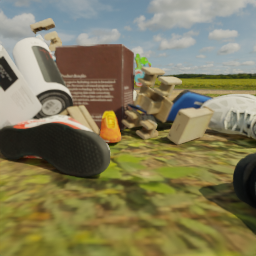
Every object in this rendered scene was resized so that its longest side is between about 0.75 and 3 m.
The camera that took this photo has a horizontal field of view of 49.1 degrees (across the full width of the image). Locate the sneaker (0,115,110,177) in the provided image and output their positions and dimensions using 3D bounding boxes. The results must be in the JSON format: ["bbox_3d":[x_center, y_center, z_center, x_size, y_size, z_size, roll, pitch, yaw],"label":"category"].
[{"bbox_3d":[-1.002,0.176,4.814,2.373,0.792,1.272,3,12,33],"label":"sneaker"}]

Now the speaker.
[{"bbox_3d":[-2.218,-1.264,7.072,1.025,1.025,2.524,-5,43,-28],"label":"speaker"}]

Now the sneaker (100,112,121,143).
[{"bbox_3d":[-0.445,-0.034,6.435,0.478,0.506,1.311,-3,23,-12],"label":"sneaker"}]

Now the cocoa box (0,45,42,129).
[{"bbox_3d":[-2.523,-0.687,4.931,1.083,1.101,1.651,30,-22,22],"label":"cocoa box"}]

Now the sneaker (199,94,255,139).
[{"bbox_3d":[2.782,-0.223,6.403,2.814,1.062,1.619,9,11,33],"label":"sneaker"}]

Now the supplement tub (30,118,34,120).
[{"bbox_3d":[-3.140,-0.676,8.460,1.303,1.303,1.974,-9,13,-43],"label":"supplement tub"}]

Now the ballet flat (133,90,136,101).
[{"bbox_3d":[-0.458,-0.801,10.516,0.778,0.778,2.240,9,31,44],"label":"ballet flat"}]

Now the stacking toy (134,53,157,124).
[{"bbox_3d":[0.439,-1.267,9.151,0.518,2.203,1.661,-9,18,-5],"label":"stacking toy"}]

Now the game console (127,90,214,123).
[{"bbox_3d":[1.259,-0.713,7.993,1.912,1.131,1.632,2,-40,-51],"label":"game console"}]

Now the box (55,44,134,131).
[{"bbox_3d":[-0.899,-1.221,8.532,1.944,2.344,1.924,2,9,10],"label":"box"}]

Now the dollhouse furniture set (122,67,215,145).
[{"bbox_3d":[0.966,-0.439,6.723,1.712,1.501,1.137,38,31,32],"label":"dollhouse furniture set"}]

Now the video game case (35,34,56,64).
[{"bbox_3d":[-2.503,-2.078,9.437,0.191,1.534,2.143,-28,46,-10],"label":"video game case"}]

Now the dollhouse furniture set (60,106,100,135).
[{"bbox_3d":[-1.329,0.178,6.652,1.145,0.933,1.089,-34,-2,19],"label":"dollhouse furniture set"}]

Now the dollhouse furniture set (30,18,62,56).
[{"bbox_3d":[-2.450,-2.706,8.588,0.674,1.036,0.952,-21,6,-3],"label":"dollhouse furniture set"}]

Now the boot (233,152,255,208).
[{"bbox_3d":[2.362,0.522,2.447,2.210,0.844,1.856,-10,8,-14],"label":"boot"}]
